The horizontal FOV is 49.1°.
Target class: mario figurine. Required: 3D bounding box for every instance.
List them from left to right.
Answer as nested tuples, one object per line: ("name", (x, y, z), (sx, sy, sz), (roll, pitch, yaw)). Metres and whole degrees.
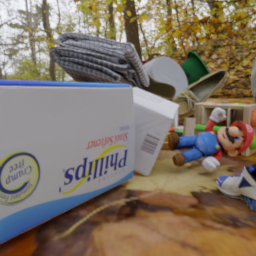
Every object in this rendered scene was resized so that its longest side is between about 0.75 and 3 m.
("mario figurine", (1.453, 0.182, 4.778), (1.465, 0.904, 0.776), (-13, 12, -5))

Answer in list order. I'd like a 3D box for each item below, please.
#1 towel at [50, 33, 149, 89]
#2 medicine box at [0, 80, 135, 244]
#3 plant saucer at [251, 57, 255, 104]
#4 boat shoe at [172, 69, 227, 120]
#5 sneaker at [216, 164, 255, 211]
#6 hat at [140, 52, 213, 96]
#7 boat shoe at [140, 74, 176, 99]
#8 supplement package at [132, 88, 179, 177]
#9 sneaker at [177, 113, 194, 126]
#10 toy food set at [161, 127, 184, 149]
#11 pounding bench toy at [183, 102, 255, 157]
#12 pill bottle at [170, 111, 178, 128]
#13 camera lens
("towel", (-0.829, -1.789, 8.826), (2.644, 1.131, 2.189), (18, -11, 21))
("medicine box", (-1.780, 0.142, 3.817), (2.894, 1.490, 2.636), (3, 8, 32))
("plant saucer", (3.552, -0.481, 6.194), (0.683, 2.723, 2.723), (-33, 11, -3))
("boat shoe", (2.518, -1.244, 10.101), (2.537, 0.925, 0.798), (-32, -15, -12))
("sneaker", (1.539, 0.677, 3.593), (0.364, 0.520, 0.901), (-1, 8, -18))
("hat", (2.340, -2.124, 13.083), (2.340, 2.658, 2.202), (-28, -23, -1))
("boat shoe", (0.803, -1.474, 9.910), (1.821, 0.664, 0.573), (19, -3, 8))
("supplement package", (0.254, -0.061, 5.435), (1.071, 1.112, 1.955), (24, 16, 8))
("sneaker", (2.741, -0.367, 10.551), (0.936, 0.703, 1.879), (-6, 10, -36))
("toy food set", (1.047, 0.184, 7.440), (1.826, 0.449, 1.845), (2, 8, 14))
("pounding bench toy", (2.202, 0.017, 6.284), (1.381, 1.100, 1.770), (7, 10, 39))
("pill bottle", (0.615, -0.341, 9.051), (1.895, 1.049, 1.049), (2, 8, 17))
("camera lens", (0.945, -1.549, 11.793), (2.051, 2.051, 2.565), (-6, -15, -37))
